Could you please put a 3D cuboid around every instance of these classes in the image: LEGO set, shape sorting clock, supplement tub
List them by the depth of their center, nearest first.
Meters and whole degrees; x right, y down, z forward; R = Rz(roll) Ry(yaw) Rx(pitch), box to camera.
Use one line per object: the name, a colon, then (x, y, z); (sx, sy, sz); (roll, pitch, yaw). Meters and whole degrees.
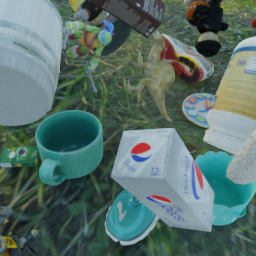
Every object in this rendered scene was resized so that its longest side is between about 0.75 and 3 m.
supplement tub: (2.398, -0.471, 5.270); (1.476, 1.476, 2.040); (23, 90, 22)
LEGO set: (-3.047, 2.280, 5.657); (2.412, 1.398, 1.855); (28, 79, 30)
shape sorting clock: (2.587, -0.597, 9.052); (1.646, 0.323, 1.646); (0, 44, 0)

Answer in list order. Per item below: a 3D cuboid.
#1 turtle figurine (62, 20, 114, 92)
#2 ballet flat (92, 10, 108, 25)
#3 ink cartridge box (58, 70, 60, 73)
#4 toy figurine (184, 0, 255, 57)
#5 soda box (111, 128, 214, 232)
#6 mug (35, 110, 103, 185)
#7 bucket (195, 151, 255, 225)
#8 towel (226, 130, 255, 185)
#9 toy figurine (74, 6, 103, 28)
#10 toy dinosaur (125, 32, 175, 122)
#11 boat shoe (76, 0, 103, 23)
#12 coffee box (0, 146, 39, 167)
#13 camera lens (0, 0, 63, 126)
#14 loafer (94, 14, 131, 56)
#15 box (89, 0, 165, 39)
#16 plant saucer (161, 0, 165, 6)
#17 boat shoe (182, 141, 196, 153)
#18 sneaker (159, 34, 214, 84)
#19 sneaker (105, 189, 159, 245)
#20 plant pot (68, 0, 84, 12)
turtle figurine: (-0.965, -1.519, 5.300); (1.261, 0.936, 1.301); (21, 86, 50)
ballet flat: (-1.111, -5.835, 14.283); (0.927, 0.835, 2.462); (24, 42, -12)
ink cartridge box: (-3.165, -2.360, 10.371); (0.591, 1.027, 1.754); (31, 53, 26)
toy figurine: (3.008, -3.309, 7.814); (2.796, 2.752, 1.945); (4, 83, 24)
soda box: (0.513, 0.683, 3.254); (0.589, 1.727, 0.548); (-4, 56, 30)
mug: (-1.573, 0.573, 7.152); (1.960, 1.212, 1.610); (-29, 50, -29)
bucket: (2.085, 1.411, 6.468); (1.535, 0.999, 1.535); (0, 44, 0)
towel: (2.565, -0.121, 3.750); (2.641, 1.750, 0.455); (-12, 49, -33)
toy figurine: (-0.908, -3.415, 7.999); (1.136, 1.118, 0.790); (27, 45, 9)
toy dinosaur: (0.412, -0.809, 5.013); (0.859, 1.700, 0.495); (-7, 19, 3)
boat shoe: (-0.979, -4.151, 9.155); (1.919, 0.702, 0.601); (-37, 7, 7)
coffee box: (-2.956, 0.793, 7.675); (0.980, 0.215, 0.603); (-2, 44, -1)
camera lens: (-1.894, -1.216, 4.522); (1.553, 1.553, 1.942); (-2, 56, -2)
loafer: (-0.256, -2.959, 7.761); (0.755, 2.101, 0.661); (24, 27, -37)
box: (0.015, -2.714, 6.027); (1.537, 0.576, 0.770); (24, 57, -22)
plant saucer: (0.879, -4.450, 9.924); (0.862, 0.862, 0.134); (13, 42, 13)
boat shoe: (1.550, 0.527, 7.903); (0.767, 0.284, 0.283); (3, 44, 3)
sneaker: (2.096, -2.703, 10.857); (1.181, 1.119, 2.875); (-18, 53, -29)
sneaker: (0.430, 1.306, 6.470); (1.115, 1.146, 2.878); (23, 49, 23)
plant pot: (-2.397, -7.025, 15.030); (1.472, 1.564, 1.564); (-33, 51, -9)
